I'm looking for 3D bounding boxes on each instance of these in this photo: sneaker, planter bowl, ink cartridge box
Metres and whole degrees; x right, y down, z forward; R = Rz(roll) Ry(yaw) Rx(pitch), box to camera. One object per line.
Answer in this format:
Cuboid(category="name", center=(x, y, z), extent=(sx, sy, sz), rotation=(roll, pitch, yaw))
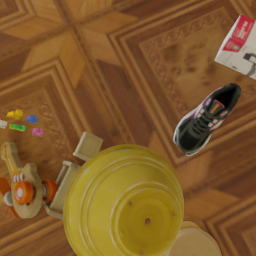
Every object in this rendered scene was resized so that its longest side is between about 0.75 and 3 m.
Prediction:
Cuboid(category="sneaker", center=(2.059, -0.344, 7.287), extent=(0.930, 1.000, 2.315), rotation=(36, 80, 10))
Cuboid(category="planter bowl", center=(0.143, 1.293, 4.172), extent=(2.068, 0.861, 2.068), rotation=(0, 89, -21))
Cuboid(category="ink cartridge box", center=(3.484, -2.007, 7.501), extent=(1.840, 1.336, 0.767), rotation=(27, 78, 6))

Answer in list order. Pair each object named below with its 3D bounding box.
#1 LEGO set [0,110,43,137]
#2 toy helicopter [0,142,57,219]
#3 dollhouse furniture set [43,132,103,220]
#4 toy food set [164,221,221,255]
Cuboid(category="LEGO set", center=(-2.071, -0.142, 5.450), extent=(0.969, 0.398, 0.370), rotation=(14, 70, -27))
Cuboid(category="toy helicopter", center=(-2.752, 1.279, 6.988), extent=(1.422, 0.848, 2.150), rotation=(-50, 58, 24))
Cuboid(category="dollhouse furniture set", center=(-0.835, 1.400, 7.066), extent=(1.775, 1.116, 2.007), rotation=(29, 76, -19))
Cuboid(category="toy food set", center=(1.522, 3.143, 6.782), extent=(1.429, 0.348, 1.415), rotation=(39, 79, 9))
